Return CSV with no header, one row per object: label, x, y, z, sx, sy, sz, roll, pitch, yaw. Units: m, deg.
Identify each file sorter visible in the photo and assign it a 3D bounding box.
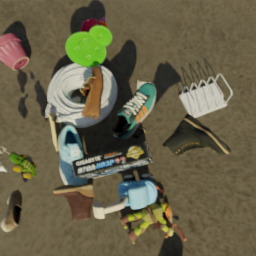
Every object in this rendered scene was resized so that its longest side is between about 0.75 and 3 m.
file sorter,3.035,-1.279,11.011,1.605,0.999,1.114,-21,68,-8

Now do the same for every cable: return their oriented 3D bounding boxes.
cable,-1.783,-1.307,11.028,2.719,0.941,2.718,-3,64,-2

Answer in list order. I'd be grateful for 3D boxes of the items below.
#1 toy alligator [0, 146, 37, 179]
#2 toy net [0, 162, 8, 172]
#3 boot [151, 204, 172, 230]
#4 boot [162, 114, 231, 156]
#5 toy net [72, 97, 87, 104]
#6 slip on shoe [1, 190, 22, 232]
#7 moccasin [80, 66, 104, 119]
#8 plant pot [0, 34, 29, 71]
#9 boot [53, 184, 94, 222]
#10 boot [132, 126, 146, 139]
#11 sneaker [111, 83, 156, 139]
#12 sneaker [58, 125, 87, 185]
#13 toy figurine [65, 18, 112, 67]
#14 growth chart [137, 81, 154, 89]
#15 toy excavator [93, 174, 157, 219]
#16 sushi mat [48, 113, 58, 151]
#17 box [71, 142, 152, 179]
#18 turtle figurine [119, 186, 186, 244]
toy alligator,-3.082,0.989,8.038,0.358,1.489,0.493,-11,47,30
toy net,-3.939,0.951,8.032,0.785,1.497,0.289,42,70,16
boot,1.125,3.029,9.538,0.703,0.306,0.845,-1,71,-4
boot,1.976,0.553,8.331,1.306,0.731,1.888,-48,38,5
toy net,-1.862,-1.102,11.376,0.919,0.178,0.482,25,69,10
slip on shoe,-3.523,2.518,8.760,0.449,0.563,1.481,-25,29,11
moccasin,-1.317,-1.300,9.968,0.808,0.765,2.093,9,69,-10
plant pot,-4.849,-3.086,11.730,1.266,1.266,1.134,-40,87,-15
boot,-1.762,2.475,9.097,1.455,0.526,1.210,3,93,-38
boot,0.177,0.142,10.430,0.829,0.321,0.573,8,35,32
sneaker,0.174,-0.531,8.864,0.735,0.822,2.058,33,99,20
sneaker,-2.000,1.045,9.907,0.924,1.024,2.500,-12,65,-24
toy figurine,-1.323,-3.627,10.735,1.500,1.999,1.840,33,43,-29
growth chart,0.721,-1.701,11.692,0.762,0.068,0.551,10,68,4
toy excavator,-0.035,2.140,8.590,1.802,1.853,0.926,-6,96,8
sushi mat,-2.690,0.155,10.073,0.079,1.308,0.626,-13,35,-21
box,-0.409,1.103,9.000,2.324,1.847,0.535,-15,77,5
turtle figurine,0.748,3.021,9.248,1.793,0.716,2.224,-29,66,-9
